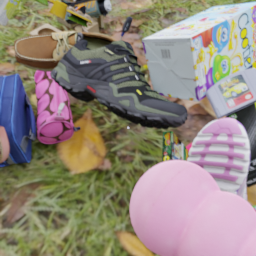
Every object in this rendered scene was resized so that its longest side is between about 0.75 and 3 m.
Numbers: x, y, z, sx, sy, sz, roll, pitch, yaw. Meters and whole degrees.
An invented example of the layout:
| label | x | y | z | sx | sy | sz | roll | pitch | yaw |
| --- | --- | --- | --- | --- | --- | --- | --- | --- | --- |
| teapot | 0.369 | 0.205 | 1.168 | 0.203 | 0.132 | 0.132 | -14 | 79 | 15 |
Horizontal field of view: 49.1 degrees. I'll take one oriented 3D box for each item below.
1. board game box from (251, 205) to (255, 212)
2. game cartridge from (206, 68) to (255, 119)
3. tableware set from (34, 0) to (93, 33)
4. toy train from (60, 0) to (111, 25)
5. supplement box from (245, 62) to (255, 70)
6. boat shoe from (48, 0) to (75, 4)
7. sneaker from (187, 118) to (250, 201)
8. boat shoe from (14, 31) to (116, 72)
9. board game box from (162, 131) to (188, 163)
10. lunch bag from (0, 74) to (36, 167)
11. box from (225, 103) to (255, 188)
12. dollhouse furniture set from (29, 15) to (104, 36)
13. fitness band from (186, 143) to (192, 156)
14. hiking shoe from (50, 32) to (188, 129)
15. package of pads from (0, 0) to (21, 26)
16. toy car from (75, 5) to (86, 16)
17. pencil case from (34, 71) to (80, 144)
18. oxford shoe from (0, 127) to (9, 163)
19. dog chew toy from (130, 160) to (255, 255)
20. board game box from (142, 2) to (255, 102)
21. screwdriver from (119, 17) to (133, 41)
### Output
| label | x | y | z | sx | sy | sz | roll | pitch | yaw |
| --- | --- | --- | --- | --- | --- | --- | --- | --- | --- |
| board game box | 2.762 | 2.822 | 6.627 | 1.409 | 0.483 | 1.705 | -10 | 53 | -5 |
| game cartridge | 1.855 | -0.617 | 4.850 | 0.920 | 0.188 | 0.612 | -27 | 67 | 20 |
| tableware set | -1.969 | -3.356 | 8.123 | 1.906 | 0.434 | 2.829 | 22 | 15 | -13 |
| toy train | -1.668 | -4.919 | 11.115 | 2.244 | 1.279 | 0.956 | -2 | 15 | 25 |
| supplement box | 4.065 | -1.997 | 7.294 | 2.159 | 1.182 | 1.175 | 2 | 9 | 8 |
| boat shoe | -2.442 | -4.271 | 8.727 | 0.741 | 0.725 | 2.093 | 8 | 19 | 42 |
| sneaker | 1.607 | 0.930 | 4.736 | 0.926 | 2.303 | 1.018 | 10 | 18 | 36 |
| boat shoe | -1.397 | -1.960 | 6.755 | 2.529 | 0.934 | 0.957 | -7 | 82 | -23 |
| board game box | 0.997 | 1.297 | 5.858 | 0.260 | 1.160 | 2.214 | -8 | 61 | 25 |
| lunch bag | -3.633 | -0.149 | 8.019 | 1.822 | 1.871 | 2.754 | -10 | 55 | -7 |
| box | 3.028 | 0.052 | 5.873 | 0.458 | 1.863 | 1.929 | 29 | 45 | -23 |
| dollhouse furniture set | -2.504 | -4.762 | 11.266 | 2.767 | 2.371 | 2.910 | 34 | 60 | 23 |
| fitness band | 2.115 | 1.196 | 7.996 | 1.334 | 0.348 | 1.857 | 13 | 53 | 13 |
| hiking shoe | -0.085 | -1.028 | 5.646 | 2.984 | 1.130 | 1.502 | 24 | 85 | 12 |
| package of pads | -2.957 | -3.322 | 6.647 | 1.290 | 0.569 | 1.670 | -47 | 46 | 19 |
| toy car | -1.490 | -4.278 | 9.875 | 0.392 | 0.577 | 1.177 | 25 | 67 | 22 |
| pencil case | -2.366 | -0.882 | 8.951 | 1.264 | 1.304 | 2.785 | -6 | 52 | -18 |
| oxford shoe | -3.378 | -0.374 | 5.861 | 0.956 | 2.701 | 0.997 | -17 | 10 | 16 |
| dog chew toy | 0.893 | 1.129 | 3.092 | 1.149 | 1.149 | 1.845 | -39 | 46 | -26 |
| board game box | 1.617 | -1.620 | 5.767 | 2.324 | 1.197 | 1.219 | -33 | 32 | -29 |
| screwdriver | -0.243 | -2.529 | 8.025 | 0.207 | 1.425 | 0.199 | 3 | 47 | -36 |
